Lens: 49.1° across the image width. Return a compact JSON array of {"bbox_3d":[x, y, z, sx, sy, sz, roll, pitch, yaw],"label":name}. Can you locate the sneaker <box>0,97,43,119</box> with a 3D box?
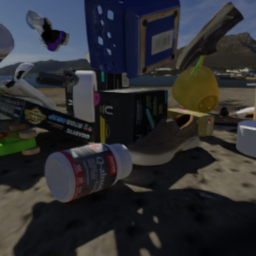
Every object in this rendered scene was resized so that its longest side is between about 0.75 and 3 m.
[{"bbox_3d":[-5.031,-0.871,12.037,2.802,1.036,1.148,-1,14,-11],"label":"sneaker"}]

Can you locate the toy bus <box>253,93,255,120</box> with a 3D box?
[{"bbox_3d":[5.612,-1.586,10.966,0.916,2.815,1.102,1,11,7],"label":"toy bus"}]

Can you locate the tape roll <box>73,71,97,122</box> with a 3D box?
[{"bbox_3d":[-1.690,-1.239,11.250,0.723,2.067,2.067,-1,11,-1],"label":"tape roll"}]

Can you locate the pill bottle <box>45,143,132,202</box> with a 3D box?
[{"bbox_3d":[-0.602,0.661,4.571,0.760,0.760,1.313,10,15,44],"label":"pill bottle"}]

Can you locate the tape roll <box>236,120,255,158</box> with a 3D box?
[{"bbox_3d":[3.692,0.267,6.933,1.917,0.671,1.917,-1,11,0],"label":"tape roll"}]

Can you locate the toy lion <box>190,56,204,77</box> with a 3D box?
[{"bbox_3d":[3.081,-2.731,12.258,0.306,0.854,0.891,26,33,14],"label":"toy lion"}]

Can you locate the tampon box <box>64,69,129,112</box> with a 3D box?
[{"bbox_3d":[-1.593,-1.888,14.278,2.890,2.166,1.825,8,13,36],"label":"tampon box"}]

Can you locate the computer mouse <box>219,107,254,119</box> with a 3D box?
[{"bbox_3d":[5.232,-0.687,12.485,2.272,0.498,1.246,5,10,24],"label":"computer mouse"}]

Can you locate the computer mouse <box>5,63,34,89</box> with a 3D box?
[{"bbox_3d":[-3.564,-1.801,9.204,1.428,0.313,0.783,-24,29,43],"label":"computer mouse"}]

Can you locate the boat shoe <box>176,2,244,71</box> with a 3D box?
[{"bbox_3d":[2.917,-3.115,10.152,0.932,2.876,1.034,43,17,7],"label":"boat shoe"}]

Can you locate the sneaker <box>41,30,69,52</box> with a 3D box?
[{"bbox_3d":[-1.979,-2.289,7.202,0.576,0.402,1.158,9,-6,-35],"label":"sneaker"}]

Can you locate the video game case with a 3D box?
[{"bbox_3d":[-4.938,-1.304,12.323,2.480,0.312,2.725,-4,-18,15],"label":"video game case"}]

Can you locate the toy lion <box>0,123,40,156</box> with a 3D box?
[{"bbox_3d":[-3.254,0.369,6.929,1.660,0.595,1.732,-14,17,-33],"label":"toy lion"}]

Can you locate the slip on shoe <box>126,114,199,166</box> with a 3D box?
[{"bbox_3d":[0.869,0.215,6.702,1.062,0.846,2.792,10,14,42],"label":"slip on shoe"}]

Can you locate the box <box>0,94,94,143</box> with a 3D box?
[{"bbox_3d":[-2.501,-0.311,8.238,2.071,0.599,2.606,21,-4,-38],"label":"box"}]

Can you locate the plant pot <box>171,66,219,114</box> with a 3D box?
[{"bbox_3d":[3.514,-1.616,13.779,2.310,2.310,1.640,-4,43,-19],"label":"plant pot"}]

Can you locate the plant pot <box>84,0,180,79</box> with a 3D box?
[{"bbox_3d":[0.191,-2.298,6.804,1.856,1.856,1.669,-29,44,-33],"label":"plant pot"}]

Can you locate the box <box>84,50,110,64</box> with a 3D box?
[{"bbox_3d":[-1.416,-3.388,12.915,0.632,0.526,1.539,-32,10,23],"label":"box"}]

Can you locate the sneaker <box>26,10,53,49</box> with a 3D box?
[{"bbox_3d":[-3.172,-3.857,10.365,0.704,0.814,1.879,-25,68,-34],"label":"sneaker"}]

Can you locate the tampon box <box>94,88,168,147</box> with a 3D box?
[{"bbox_3d":[0.125,-0.323,7.800,1.249,1.483,1.978,7,13,32],"label":"tampon box"}]

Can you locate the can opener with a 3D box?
[{"bbox_3d":[-2.263,-1.623,9.036,1.569,0.418,0.524,-3,53,-48],"label":"can opener"}]

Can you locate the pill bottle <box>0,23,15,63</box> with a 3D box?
[{"bbox_3d":[-4.148,-2.095,7.877,1.871,1.083,1.083,-30,-6,30],"label":"pill bottle"}]

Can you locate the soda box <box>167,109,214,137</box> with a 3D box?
[{"bbox_3d":[2.000,-0.218,9.530,0.624,0.660,1.950,-5,12,-25],"label":"soda box"}]
